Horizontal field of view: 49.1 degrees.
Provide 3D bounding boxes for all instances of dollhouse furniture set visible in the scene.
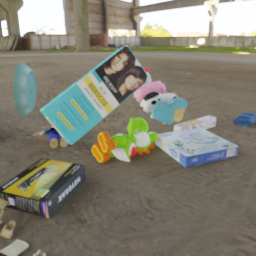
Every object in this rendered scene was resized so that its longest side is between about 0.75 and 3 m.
[{"bbox_3d":[-2.959,2.228,6.641,0.719,0.452,0.813,25,20,-3],"label":"dollhouse furniture set"}]

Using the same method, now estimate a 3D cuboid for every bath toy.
[{"bbox_3d":[0.933,-1.250,10.043,1.298,1.103,2.985,20,21,-33],"label":"bath toy"}]

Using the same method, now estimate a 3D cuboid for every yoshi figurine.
[{"bbox_3d":[-0.094,0.312,10.294,2.545,1.425,1.430,-12,17,-36],"label":"yoshi figurine"}]

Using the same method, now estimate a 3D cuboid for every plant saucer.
[{"bbox_3d":[-3.420,-1.272,9.470,0.329,1.828,1.828,2,20,-4],"label":"plant saucer"}]

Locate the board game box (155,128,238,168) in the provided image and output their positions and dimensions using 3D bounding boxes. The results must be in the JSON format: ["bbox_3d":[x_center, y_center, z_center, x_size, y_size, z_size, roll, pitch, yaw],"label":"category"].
[{"bbox_3d":[2.488,0.654,10.542,2.194,0.476,2.183,-8,22,-20],"label":"board game box"}]

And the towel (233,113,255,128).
[{"bbox_3d":[5.733,-0.433,13.650,0.841,0.366,1.506,14,25,35],"label":"towel"}]

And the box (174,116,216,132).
[{"bbox_3d":[3.028,-0.095,12.604,2.326,0.450,0.482,-14,24,-33],"label":"box"}]

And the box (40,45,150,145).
[{"bbox_3d":[-0.745,-0.798,6.668,2.518,1.036,0.619,-42,17,-15],"label":"box"}]

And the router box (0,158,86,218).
[{"bbox_3d":[-2.357,1.596,7.923,1.571,0.522,1.999,7,21,18],"label":"router box"}]

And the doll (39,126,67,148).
[{"bbox_3d":[-3.010,0.251,11.666,1.301,0.462,1.907,-5,21,-16],"label":"doll"}]

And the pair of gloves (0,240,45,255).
[{"bbox_3d":[-2.198,2.674,5.502,1.181,0.207,1.004,14,24,30],"label":"pair of gloves"}]
